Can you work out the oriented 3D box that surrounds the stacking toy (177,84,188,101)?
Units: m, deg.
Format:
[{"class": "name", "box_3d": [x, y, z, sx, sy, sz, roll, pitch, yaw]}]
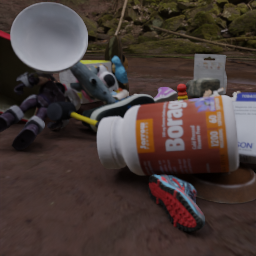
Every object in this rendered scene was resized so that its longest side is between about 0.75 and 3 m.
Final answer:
[{"class": "stacking toy", "box_3d": [1.828, -0.924, 9.248, 0.455, 1.066, 0.455, -8, 17, 2]}]

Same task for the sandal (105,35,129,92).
[{"class": "sandal", "box_3d": [-0.361, -2.811, 12.882, 0.755, 2.765, 1.130, -14, -1, -43]}]

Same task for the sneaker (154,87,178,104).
[{"class": "sneaker", "box_3d": [1.288, -1.261, 11.296, 1.264, 0.458, 0.721, -23, 49, -25]}]

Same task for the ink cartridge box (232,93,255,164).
[{"class": "ink cartridge box", "box_3d": [3.014, -0.113, 5.795, 1.874, 0.413, 1.909, 4, 58, 33]}]

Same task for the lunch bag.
[{"class": "lunch bag", "box_3d": [3.476, -1.895, 13.095, 1.320, 0.920, 1.108, -10, 22, -30]}]

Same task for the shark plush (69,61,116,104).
[{"class": "shark plush", "box_3d": [-1.274, -1.420, 9.922, 1.192, 2.623, 1.092, -32, -19, -8]}]

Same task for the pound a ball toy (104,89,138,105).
[{"class": "pound a ball toy", "box_3d": [-0.241, -1.226, 11.458, 1.057, 0.688, 1.620, 5, 19, 14]}]

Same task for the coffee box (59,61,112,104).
[{"class": "coffee box", "box_3d": [-1.886, -2.121, 12.518, 1.685, 1.669, 1.688, -16, 23, -40]}]

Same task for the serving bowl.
[{"class": "serving bowl", "box_3d": [-2.259, -2.524, 8.207, 2.124, 2.124, 0.699, -3, -9, -10]}]

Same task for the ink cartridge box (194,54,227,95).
[{"class": "ink cartridge box", "box_3d": [4.034, -2.659, 13.777, 1.572, 1.939, 0.486, 14, 28, 35]}]

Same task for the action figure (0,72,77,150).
[{"class": "action figure", "box_3d": [-2.590, -0.634, 8.055, 1.036, 1.943, 2.986, -39, 13, 32]}]

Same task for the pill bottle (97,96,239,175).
[{"class": "pill bottle", "box_3d": [0.738, 0.203, 5.388, 2.482, 1.392, 1.392, -6, 16, 17]}]

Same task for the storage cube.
[{"class": "storage cube", "box_3d": [-4.006, -1.886, 9.825, 2.720, 2.325, 2.445, 20, 12, -20]}]

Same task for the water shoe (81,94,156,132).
[{"class": "water shoe", "box_3d": [-0.244, -0.577, 9.057, 2.719, 0.972, 1.073, -15, 20, -41]}]

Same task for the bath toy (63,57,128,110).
[{"class": "bath toy", "box_3d": [-1.471, -1.737, 11.012, 2.942, 1.087, 1.279, -32, 37, -20]}]

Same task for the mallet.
[{"class": "mallet", "box_3d": [-0.996, -0.121, 7.573, 2.638, 0.543, 0.869, 22, 13, 22]}]

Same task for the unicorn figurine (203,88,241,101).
[{"class": "unicorn figurine", "box_3d": [3.989, -1.089, 11.125, 2.201, 0.813, 1.512, -4, 22, 38]}]

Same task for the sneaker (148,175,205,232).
[{"class": "sneaker", "box_3d": [0.892, 1.110, 4.595, 0.682, 0.567, 1.429, -5, 19, -20]}]

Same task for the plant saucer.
[{"class": "plant saucer", "box_3d": [1.803, 0.936, 5.580, 1.629, 0.280, 1.629, -1, 19, 0]}]
